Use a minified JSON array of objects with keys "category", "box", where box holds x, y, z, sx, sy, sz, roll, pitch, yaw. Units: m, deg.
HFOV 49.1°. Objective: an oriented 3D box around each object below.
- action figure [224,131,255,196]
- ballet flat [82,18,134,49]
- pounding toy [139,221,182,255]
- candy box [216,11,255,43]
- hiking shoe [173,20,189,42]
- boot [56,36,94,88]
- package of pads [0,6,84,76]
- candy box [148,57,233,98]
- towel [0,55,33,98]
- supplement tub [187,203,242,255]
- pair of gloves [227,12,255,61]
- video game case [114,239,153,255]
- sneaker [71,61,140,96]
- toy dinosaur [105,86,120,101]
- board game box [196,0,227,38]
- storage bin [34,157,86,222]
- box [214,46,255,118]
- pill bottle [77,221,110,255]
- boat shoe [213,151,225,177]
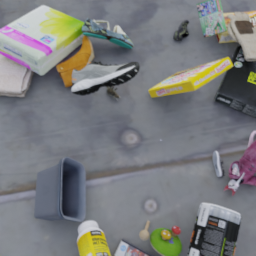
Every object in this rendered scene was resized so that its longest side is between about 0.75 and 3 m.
[{"category":"action figure","box":[3.537,1.031,8.334,1.458,1.621,2.177,38,98,-19]},{"category":"ballet flat","box":[-0.681,-3.609,10.583,2.081,0.773,0.773,11,60,-24]},{"category":"pounding toy","box":[0.967,2.836,7.480,1.163,0.540,0.898,26,23,14]},{"category":"candy box","box":[4.535,-4.076,11.296,1.975,0.546,1.140,-5,63,-2]},{"category":"hiking shoe","box":[2.251,-3.888,11.315,0.524,0.395,1.042,31,75,12]},{"category":"boot","box":[-1.964,-2.513,10.398,1.470,0.722,2.053,-15,66,-6]},{"category":"package of pads","box":[-3.227,-3.369,10.482,2.162,0.954,2.798,28,53,14]},{"category":"candy box","box":[1.809,-1.517,8.875,1.449,2.835,0.374,-35,102,-16]},{"category":"towel","box":[-4.817,-1.950,10.201,2.641,0.455,1.750,3,58,2]},{"category":"supplement tub","box":[2.189,2.963,7.230,1.107,1.107,1.807,17,74,9]},{"category":"pair of gloves","box":[5.150,-3.468,10.494,2.805,0.492,2.385,-10,63,-11]},{"category":"video game case","box":[0.239,4.008,7.290,1.685,0.215,1.523,24,65,12]},{"category":"sneaker","box":[-0.785,-1.711,8.713,2.352,0.869,0.933,-12,84,19]},{"category":"toy dinosaur","box":[-0.618,-1.303,9.989,0.800,0.308,0.409,30,99,29]},{"category":"board game box","box":[3.189,-4.208,10.702,0.869,0.188,1.291,-12,99,22]},{"category":"storage bin","box":[-1.933,1.852,7.984,1.140,1.235,1.698,-17,60,23]},{"category":"box","box":[4.691,-1.529,9.944,2.571,0.611,2.482,25,63,13]},{"category":"pill bottle","box":[-0.907,3.110,7.260,0.742,0.742,1.319,-19,38,-10]},{"category":"boat shoe","box":[2.856,1.122,8.728,0.266,0.281,0.803,-2,71,-15]}]
